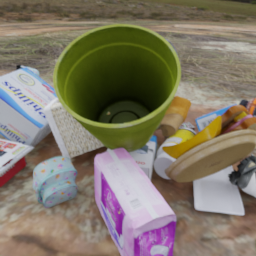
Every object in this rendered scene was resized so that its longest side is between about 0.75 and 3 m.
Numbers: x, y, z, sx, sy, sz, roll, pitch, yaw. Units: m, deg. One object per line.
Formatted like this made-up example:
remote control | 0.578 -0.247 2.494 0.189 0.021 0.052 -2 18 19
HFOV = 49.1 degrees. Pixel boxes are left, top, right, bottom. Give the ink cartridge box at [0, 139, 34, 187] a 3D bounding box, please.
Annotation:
ink cartridge box | -3.889 1.178 7.897 1.757 0.839 2.002 9 28 17

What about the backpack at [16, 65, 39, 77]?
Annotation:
backpack | -5.853 -3.120 16.322 1.232 1.028 0.780 13 25 13

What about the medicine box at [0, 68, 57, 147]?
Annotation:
medicine box | -3.613 -0.721 9.900 2.279 1.288 2.502 38 26 -5

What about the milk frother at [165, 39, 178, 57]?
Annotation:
milk frother | 0.272 -1.629 9.414 2.145 2.058 2.280 -23 16 -20

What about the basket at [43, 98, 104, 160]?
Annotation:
basket | -1.581 -0.218 9.046 1.437 1.786 1.770 -19 16 5

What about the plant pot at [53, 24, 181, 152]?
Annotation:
plant pot | -0.154 -0.617 6.970 2.669 2.570 2.669 -2 63 4

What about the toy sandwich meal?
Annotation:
toy sandwich meal | 2.042 0.458 6.983 2.675 2.675 0.916 -11 62 -20

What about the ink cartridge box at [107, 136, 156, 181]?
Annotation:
ink cartridge box | 0.083 0.920 8.453 1.369 0.803 1.869 7 26 8

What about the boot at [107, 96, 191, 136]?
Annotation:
boot | 0.726 -0.500 9.642 2.632 0.926 1.884 7 35 23

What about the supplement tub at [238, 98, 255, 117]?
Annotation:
supplement tub | 5.425 -0.574 11.129 1.990 1.064 1.064 21 34 35

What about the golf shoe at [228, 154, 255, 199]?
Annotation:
golf shoe | 4.094 1.264 7.788 2.887 1.122 1.364 -19 52 -32

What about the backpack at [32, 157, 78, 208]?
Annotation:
backpack | -1.829 1.354 7.112 1.094 1.245 0.954 -14 46 -29

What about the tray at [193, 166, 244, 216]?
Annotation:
tray | 2.372 1.615 7.706 1.188 0.245 2.212 5 27 8

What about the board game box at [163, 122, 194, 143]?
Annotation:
board game box | 1.771 0.261 9.819 0.938 0.748 0.454 -6 28 -10

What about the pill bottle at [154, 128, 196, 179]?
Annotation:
pill bottle | 1.474 0.774 8.538 1.003 1.003 1.802 14 31 26

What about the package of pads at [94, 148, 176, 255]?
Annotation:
package of pads | 0.015 1.704 6.077 0.973 1.549 2.571 -11 28 -20

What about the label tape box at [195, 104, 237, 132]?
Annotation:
label tape box | 2.851 -0.115 8.906 1.275 0.559 1.768 -21 -13 13
